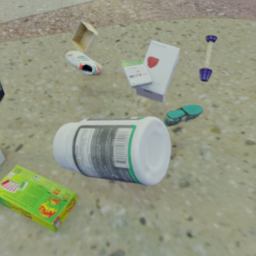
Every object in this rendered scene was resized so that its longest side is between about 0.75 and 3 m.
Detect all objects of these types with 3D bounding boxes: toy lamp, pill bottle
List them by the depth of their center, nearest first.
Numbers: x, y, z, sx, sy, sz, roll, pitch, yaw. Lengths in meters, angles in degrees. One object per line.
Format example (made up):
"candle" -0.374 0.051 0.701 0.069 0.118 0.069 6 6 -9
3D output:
"toy lamp" 1.951 -1.687 6.856 0.329 0.329 1.129 9 84 9
"pill bottle" -0.473 0.502 6.877 2.705 1.530 1.530 1 38 36

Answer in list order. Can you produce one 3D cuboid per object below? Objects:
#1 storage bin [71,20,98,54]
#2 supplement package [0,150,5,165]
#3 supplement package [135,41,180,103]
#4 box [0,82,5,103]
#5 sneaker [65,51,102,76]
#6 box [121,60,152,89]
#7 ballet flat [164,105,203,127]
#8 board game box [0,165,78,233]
"storage bin" -1.863 -3.856 11.973 0.475 1.014 1.007 8 36 -43
"supplement package" -5.848 0.843 9.506 2.513 1.429 1.376 13 47 13
"supplement package" 0.947 -1.808 9.122 0.980 0.968 1.616 19 82 9
"box" -4.600 -1.277 9.209 0.788 0.782 0.486 10 52 0
"sneaker" -1.915 -2.634 11.403 1.711 0.602 0.800 30 22 8
"box" 0.249 -1.580 8.173 0.655 0.165 0.907 -13 62 -14
"ballet flat" 1.618 -0.348 8.357 1.447 0.537 0.537 -12 44 -31
"board game box" -2.915 2.162 8.772 2.369 0.564 1.203 19 47 19
